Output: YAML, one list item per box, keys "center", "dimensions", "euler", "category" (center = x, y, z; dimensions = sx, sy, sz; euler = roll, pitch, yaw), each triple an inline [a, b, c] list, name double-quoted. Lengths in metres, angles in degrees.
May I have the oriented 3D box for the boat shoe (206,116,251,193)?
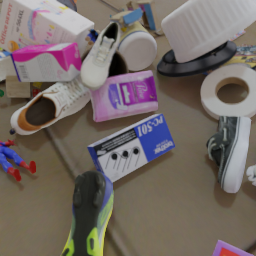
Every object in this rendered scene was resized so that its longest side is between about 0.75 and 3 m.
- center: [2.437, 0.562, 6.984]
  dimensions: [0.960, 0.975, 2.706]
  euler: [10, 33, 21]
  category: "boat shoe"

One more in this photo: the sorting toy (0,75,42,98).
- center: [-3.478, -1.297, 8.953]
  dimensions: [1.445, 0.244, 0.697]
  euler: [-4, 83, -31]
  category: "sorting toy"

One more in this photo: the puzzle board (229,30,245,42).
- center: [3.655, -4.472, 12.672]
  dimensions: [1.944, 0.224, 2.579]
  euler: [-34, 53, -31]
  category: "puzzle board"

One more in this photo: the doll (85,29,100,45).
- center: [-1.008, -2.675, 8.239]
  dimensions: [0.187, 0.526, 0.770]
  euler: [-24, 28, 32]
  category: "doll"

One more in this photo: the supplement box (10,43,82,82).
- center: [-2.292, -1.864, 7.995]
  dimensions: [1.713, 0.867, 0.885]
  euler: [3, 31, 19]
  category: "supplement box"

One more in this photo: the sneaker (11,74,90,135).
- center: [-1.807, -0.764, 7.872]
  dimensions: [2.908, 1.059, 1.231]
  euler: [-43, 18, -28]
  category: "sneaker"

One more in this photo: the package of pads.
- center: [-0.159, -0.920, 8.219]
  dimensions: [1.976, 1.191, 0.748]
  euler: [-12, 1, -12]
  category: "package of pads"

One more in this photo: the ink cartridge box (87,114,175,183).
- center: [0.127, 0.461, 6.886]
  dimensions: [2.047, 0.962, 0.452]
  euler: [-26, 8, -26]
  category: "ink cartridge box"

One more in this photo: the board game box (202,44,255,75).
- center: [4.086, -2.357, 10.017]
  dimensions: [2.421, 0.419, 1.640]
  euler: [-28, 36, -26]
  category: "board game box"

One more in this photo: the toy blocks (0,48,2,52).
- center: [-5.329, -3.034, 10.989]
  dimensions: [1.024, 0.446, 1.229]
  euler: [-29, 51, -27]
  category: "toy blocks"

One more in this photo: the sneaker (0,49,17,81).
- center: [-4.532, -2.321, 10.030]
  dimensions: [2.386, 0.961, 1.747]
  euler: [-10, 30, 2]
  category: "sneaker"

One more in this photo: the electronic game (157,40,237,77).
- center: [2.349, -2.476, 9.814]
  dimensions: [2.750, 0.572, 2.750]
  euler: [-16, 29, 9]
  category: "electronic game"

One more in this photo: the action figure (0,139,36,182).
- center: [-3.154, 0.616, 7.000]
  dimensions: [2.079, 0.537, 0.680]
  euler: [21, 39, 33]
  category: "action figure"

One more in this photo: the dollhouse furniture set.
- center: [0.075, -3.822, 10.260]
  dimensions: [1.664, 1.086, 1.571]
  euler: [-35, 36, -22]
  category: "dollhouse furniture set"

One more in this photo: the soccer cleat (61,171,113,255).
- center: [-0.724, 2.137, 5.236]
  dimensions: [0.863, 1.117, 2.671]
  euler: [-1, 62, 18]
  category: "soccer cleat"

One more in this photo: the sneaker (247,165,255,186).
- center: [3.229, 1.333, 6.080]
  dimensions: [1.351, 0.548, 0.508]
  euler: [49, 45, 9]
  category: "sneaker"

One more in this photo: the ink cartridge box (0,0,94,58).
- center: [-2.798, -3.113, 9.048]
  dimensions: [2.677, 1.721, 1.676]
  euler: [28, 34, -4]
  category: "ink cartridge box"

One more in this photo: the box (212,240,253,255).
- center: [2.319, 3.187, 3.757]
  dimensions: [2.994, 0.585, 2.049]
  euler: [18, 63, 25]
  category: "box"

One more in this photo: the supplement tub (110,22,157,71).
- center: [0.067, -3.208, 10.436]
  dimensions: [1.444, 1.444, 1.999]
  euler: [-13, 45, -14]
  category: "supplement tub"

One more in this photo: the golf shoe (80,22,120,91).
- center: [-0.743, -1.990, 7.529]
  dimensions: [0.782, 0.972, 1.999]
  euler: [19, 68, -7]
  category: "golf shoe"

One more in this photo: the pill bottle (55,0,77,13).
- center: [-2.822, -4.543, 11.220]
  dimensions: [1.275, 1.275, 2.400]
  euler: [7, 55, 7]
  category: "pill bottle"

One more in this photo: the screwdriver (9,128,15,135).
- center: [-2.964, 0.045, 7.206]
  dimensions: [0.137, 0.983, 0.143]
  euler: [5, 75, -24]
  category: "screwdriver"

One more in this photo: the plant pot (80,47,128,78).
- center: [-0.806, -2.052, 9.348]
  dimensions: [1.592, 1.592, 1.381]
  euler: [-1, 27, -1]
  category: "plant pot"

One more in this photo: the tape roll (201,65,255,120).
- center: [3.119, -1.055, 8.434]
  dimensions: [1.846, 0.337, 1.846]
  euler: [-7, 63, 15]
  category: "tape roll"

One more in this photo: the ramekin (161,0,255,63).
- center: [2.363, -3.322, 8.389]
  dimensions: [2.809, 1.369, 2.809]
  euler: [-32, 15, 10]
  category: "ramekin"
